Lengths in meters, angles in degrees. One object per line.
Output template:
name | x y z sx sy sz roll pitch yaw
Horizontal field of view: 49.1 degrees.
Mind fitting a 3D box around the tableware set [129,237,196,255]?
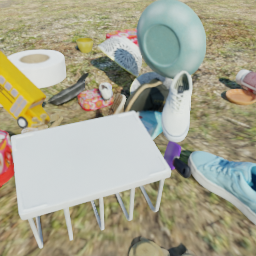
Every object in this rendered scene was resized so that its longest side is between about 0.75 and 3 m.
tableware set | 0.382 2.473 4.331 1.490 0.207 1.783 20 40 33

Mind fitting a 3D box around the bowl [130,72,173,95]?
bowl | 0.810 -1.028 9.023 1.439 0.675 1.439 -2 67 6

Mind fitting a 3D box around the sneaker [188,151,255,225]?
sneaker | 2.319 0.986 5.853 0.920 1.020 2.489 -22 39 -32

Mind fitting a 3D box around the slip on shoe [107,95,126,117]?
slip on shoe | -0.222 -0.425 6.468 0.253 0.836 0.318 4 41 -32

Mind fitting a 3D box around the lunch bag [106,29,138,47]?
lunch bag | 0.182 -4.189 13.930 2.241 0.918 1.974 -22 44 -29

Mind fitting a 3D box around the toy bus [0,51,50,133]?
toy bus | -3.209 -1.027 7.936 2.416 0.946 0.786 45 27 -1

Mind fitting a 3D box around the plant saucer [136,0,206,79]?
plant saucer | 0.924 -2.093 6.982 2.020 2.020 0.389 22 44 30

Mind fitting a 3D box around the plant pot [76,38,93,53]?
plant pot | -2.141 -4.092 13.986 0.823 0.584 0.823 0 34 0

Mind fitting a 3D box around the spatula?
spatula | 0.985 0.685 5.732 0.220 0.604 2.137 19 5 0

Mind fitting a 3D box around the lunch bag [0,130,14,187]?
lunch bag | -3.492 0.895 6.030 2.077 0.966 2.359 0 33 0

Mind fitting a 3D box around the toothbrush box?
toothbrush box | 0.379 -0.098 7.727 0.923 0.538 1.261 28 36 22

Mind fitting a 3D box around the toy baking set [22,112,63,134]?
toy baking set | -2.016 -0.033 6.530 0.800 1.043 0.121 7 44 -52

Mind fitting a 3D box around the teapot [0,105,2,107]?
teapot | -4.369 -1.147 9.086 1.533 1.135 1.554 11 2 -39

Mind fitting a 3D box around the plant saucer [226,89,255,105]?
plant saucer | 3.910 -1.054 9.718 1.013 0.190 1.013 0 34 0

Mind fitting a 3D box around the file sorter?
file sorter | -0.731 0.973 5.312 2.413 1.502 1.674 -12 44 -17

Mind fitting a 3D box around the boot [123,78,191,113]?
boot | 0.854 -0.596 7.640 1.369 0.767 1.980 39 45 11

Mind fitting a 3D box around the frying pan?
frying pan | -2.001 -1.312 9.678 1.419 0.382 2.346 -27 17 6

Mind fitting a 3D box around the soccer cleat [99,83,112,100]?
soccer cleat | -0.737 -1.302 8.990 0.377 0.466 1.079 -29 33 6

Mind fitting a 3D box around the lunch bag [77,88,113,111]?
lunch bag | -1.136 -1.018 9.421 1.082 0.443 0.953 -17 38 -24

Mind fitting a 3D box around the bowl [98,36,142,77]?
bowl | -0.129 -2.980 11.016 1.993 0.935 1.993 35 14 -10

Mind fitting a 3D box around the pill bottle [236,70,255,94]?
pill bottle | 4.393 -1.594 9.809 0.648 0.648 1.136 -16 38 -23

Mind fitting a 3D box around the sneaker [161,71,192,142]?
sneaker | 0.999 -0.496 5.759 0.595 0.577 1.629 5 56 8

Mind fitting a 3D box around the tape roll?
tape roll | -3.684 -2.398 11.203 2.321 0.812 2.321 1 34 0
